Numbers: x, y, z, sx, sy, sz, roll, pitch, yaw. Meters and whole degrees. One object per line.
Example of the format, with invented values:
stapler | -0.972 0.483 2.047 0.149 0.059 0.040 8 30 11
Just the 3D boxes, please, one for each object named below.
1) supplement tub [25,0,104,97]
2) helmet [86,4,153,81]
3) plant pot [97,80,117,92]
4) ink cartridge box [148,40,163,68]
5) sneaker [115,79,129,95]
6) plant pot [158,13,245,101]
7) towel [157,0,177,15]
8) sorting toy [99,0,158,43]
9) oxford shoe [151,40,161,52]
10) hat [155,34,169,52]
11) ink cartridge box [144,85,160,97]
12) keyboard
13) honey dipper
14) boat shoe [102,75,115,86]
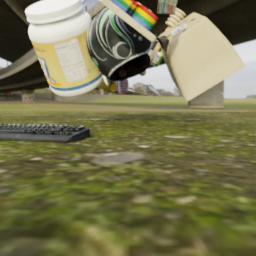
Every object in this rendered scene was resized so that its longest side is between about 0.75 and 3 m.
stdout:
supplement tub | -2.165 -2.852 9.934 2.161 2.988 2.161 -8 38 6
helmet | -0.242 -2.782 8.869 2.204 2.101 2.204 -24 -9 -4
plant pot | -1.268 -2.503 14.373 1.259 1.338 1.338 2 5 25
ink cartridge box | 0.521 -4.157 14.247 2.720 1.030 2.010 26 8 -1
sneaker | -0.440 -2.225 12.676 0.687 1.553 0.625 -17 -11 43
plant pot | 2.433 -2.829 10.403 2.371 2.099 2.368 -31 27 12
towel | 1.087 -3.670 6.916 0.177 1.630 1.195 16 25 23
sorting toy | 0.032 -2.844 6.716 1.509 0.528 1.518 31 19 -23
oxford shoe | 0.767 -3.742 11.869 1.514 0.540 0.539 41 -9 -28
hat | 1.188 -2.864 9.282 0.306 0.758 0.758 -30 0 9
ink cartridge box | 1.349 -1.990 15.469 0.932 0.235 0.508 28 26 -37
keyboard | -2.498 0.095 7.624 2.870 0.368 1.723 2 5 15
honey dipper | 1.262 -3.354 11.251 0.552 2.908 0.552 31 13 -8
boat shoe | -0.414 -2.488 10.665 0.794 0.936 2.570 -8 36 17
